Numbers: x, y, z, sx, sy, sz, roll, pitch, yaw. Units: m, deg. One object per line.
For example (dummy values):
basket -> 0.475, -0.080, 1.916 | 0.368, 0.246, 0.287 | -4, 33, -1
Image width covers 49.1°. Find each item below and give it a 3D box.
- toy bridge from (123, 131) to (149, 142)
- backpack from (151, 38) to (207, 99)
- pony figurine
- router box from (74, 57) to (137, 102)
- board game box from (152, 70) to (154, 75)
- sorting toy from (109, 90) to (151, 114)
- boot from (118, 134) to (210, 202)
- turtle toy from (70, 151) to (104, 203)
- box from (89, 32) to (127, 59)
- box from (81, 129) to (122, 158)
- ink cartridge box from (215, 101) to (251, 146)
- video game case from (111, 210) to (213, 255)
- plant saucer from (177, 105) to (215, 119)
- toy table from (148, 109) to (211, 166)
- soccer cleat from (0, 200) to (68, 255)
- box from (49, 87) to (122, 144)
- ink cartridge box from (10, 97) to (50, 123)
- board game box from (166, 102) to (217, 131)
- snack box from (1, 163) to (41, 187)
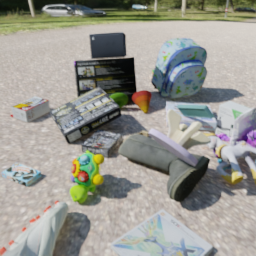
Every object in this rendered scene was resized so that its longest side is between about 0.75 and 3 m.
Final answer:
toy bridge -> 0.175, 0.486, 10.389 | 0.540, 0.219, 1.607 | 19, 34, 27
backpack -> 2.753, -2.980, 14.269 | 2.548, 2.784, 2.046 | -12, 44, -23
pony figurine -> 3.497, 0.635, 8.708 | 2.266, 1.955, 2.348 | -18, 40, -6
router box -> -1.059, -2.230, 13.504 | 2.873, 2.143, 0.734 | -6, 11, -13
board game box -> 2.162, -3.133, 17.297 | 1.211, 0.380, 2.535 | 0, 30, -1
sorting toy -> -0.223, -0.961, 12.880 | 2.866, 0.994, 0.987 | -8, 59, -8
boot -> 0.844, 1.028, 8.569 | 2.705, 0.982, 2.460 | 24, 23, 27
turtle toy -> -1.221, 1.342, 7.786 | 0.740, 1.465, 1.067 | 13, -21, -31
box -> -0.881, -3.808, 13.006 | 1.530, 1.079, 2.068 | -2, 16, 4
box -> -0.924, 0.537, 10.200 | 1.034, 0.326, 1.311 | 10, 29, 19
ink cartridge box -> 3.825, -0.072, 10.124 | 0.625, 1.486, 1.084 | -21, 34, -32
video game case -> 0.742, 2.661, 6.239 | 1.699, 0.187, 1.549 | -22, 34, -35
plant saucer -> 2.507, -0.615, 10.645 | 0.166, 0.611, 1.749 | -47, 22, -13
toy table -> 1.411, 0.242, 7.498 | 0.889, 1.517, 1.395 | -54, 17, -7
soccer cleat -> -1.915, 2.488, 6.061 | 0.854, 0.956, 2.464 | -39, 2, 22
box -> -1.738, -0.575, 11.198 | 2.375, 0.583, 1.915 | -30, 45, -15
ink cartridge box -> -4.488, -0.884, 12.655 | 1.221, 0.583, 1.391 | 15, 32, 25
board game box -> 2.636, -0.537, 12.078 | 1.972, 0.406, 1.967 | 5, 26, 5
snack box -> -3.283, 1.429, 8.626 | 1.042, 0.193, 0.606 | 13, 30, 24
